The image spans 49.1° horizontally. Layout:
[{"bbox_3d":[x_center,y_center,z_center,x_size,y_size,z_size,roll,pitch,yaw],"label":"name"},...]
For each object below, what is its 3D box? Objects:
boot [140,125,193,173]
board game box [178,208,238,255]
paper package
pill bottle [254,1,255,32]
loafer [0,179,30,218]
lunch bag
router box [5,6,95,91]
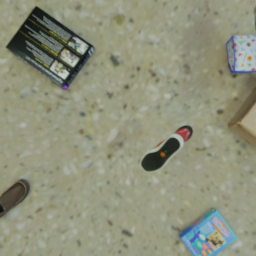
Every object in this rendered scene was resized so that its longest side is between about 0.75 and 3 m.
[{"bbox_3d":[0.990,0.516,7.033,0.530,1.056,1.465,50,126,6],"label":"boot"},{"bbox_3d":[2.763,3.778,9.711,1.600,0.360,1.217,-36,88,-2],"label":"board game box"},{"bbox_3d":[5.174,-0.297,9.454,2.516,1.302,2.398,37,88,3],"label":"paper package"},{"bbox_3d":[3.899,-2.622,6.725,1.579,1.579,2.638,-3,85,0],"label":"pill bottle"},{"bbox_3d":[-4.135,2.541,9.633,0.664,0.645,1.817,43,88,2],"label":"loafer"},{"bbox_3d":[4.082,-2.522,9.846,1.059,0.772,1.246,-4,79,-1],"label":"lunch bag"},{"bbox_3d":[-2.733,-2.802,9.911,2.480,0.633,1.849,36,88,2],"label":"router box"}]
